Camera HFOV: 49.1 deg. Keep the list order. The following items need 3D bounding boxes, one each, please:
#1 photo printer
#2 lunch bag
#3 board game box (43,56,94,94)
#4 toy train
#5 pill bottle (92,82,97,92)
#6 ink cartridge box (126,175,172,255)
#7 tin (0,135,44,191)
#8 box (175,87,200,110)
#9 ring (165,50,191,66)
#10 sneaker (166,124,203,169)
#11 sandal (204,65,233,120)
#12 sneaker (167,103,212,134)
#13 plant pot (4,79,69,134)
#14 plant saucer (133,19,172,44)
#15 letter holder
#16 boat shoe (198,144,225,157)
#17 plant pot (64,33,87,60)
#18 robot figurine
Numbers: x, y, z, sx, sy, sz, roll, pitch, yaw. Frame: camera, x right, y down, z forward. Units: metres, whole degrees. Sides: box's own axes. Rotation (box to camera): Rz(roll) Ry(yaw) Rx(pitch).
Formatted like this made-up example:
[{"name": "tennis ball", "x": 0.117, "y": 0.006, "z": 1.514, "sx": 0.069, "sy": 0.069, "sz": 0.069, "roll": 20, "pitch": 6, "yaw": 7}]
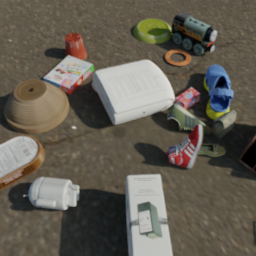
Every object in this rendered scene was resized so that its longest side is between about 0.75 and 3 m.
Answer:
[{"name": "photo printer", "x": 0.302, "y": -1.554, "z": 11.404, "sx": 2.892, "sy": 1.004, "sz": 2.406, "roll": -18, "pitch": 63, "yaw": -19}, {"name": "lunch bag", "x": 3.611, "y": -0.193, "z": 10.546, "sx": 0.799, "sy": 0.974, "sz": 0.573, "roll": -33, "pitch": 58, "yaw": -23}, {"name": "board game box", "x": -2.679, "y": -2.449, "z": 12.747, "sx": 1.433, "sy": 0.378, "sz": 1.873, "roll": 24, "pitch": 55, "yaw": 18}, {"name": "toy train", "x": 3.211, "y": -4.677, "z": 13.863, "sx": 1.077, "sy": 1.441, "sz": 2.529, "roll": -38, "pitch": 60, "yaw": -26}, {"name": "pill bottle", "x": -1.080, "y": -2.020, "z": 12.294, "sx": 0.551, "sy": 0.551, "sz": 0.968, "roll": 33, "pitch": 58, "yaw": 24}, {"name": "ink cartridge box", "x": 0.477, "y": 2.742, "z": 7.699, "sx": 0.995, "sy": 1.728, "sz": 2.368, "roll": -2, "pitch": 52, "yaw": -4}, {"name": "tin", "x": -4.280, "y": 1.228, "z": 9.713, "sx": 2.736, "sy": 0.573, "sz": 1.532, "roll": -31, "pitch": 53, "yaw": -22}, {"name": "box", "x": 2.460, "y": -1.176, "z": 11.649, "sx": 1.021, "sy": 0.487, "sz": 0.509, "roll": -34, "pitch": 59, "yaw": -24}, {"name": "ring", "x": 2.435, "y": -3.413, "z": 13.706, "sx": 1.248, "sy": 0.120, "sz": 1.248, "roll": 0, "pitch": 50, "yaw": 1}, {"name": "sneaker", "x": 1.865, "y": 0.597, "z": 9.412, "sx": 0.970, "sy": 1.725, "sz": 0.615, "roll": 11, "pitch": 29, "yaw": 2}, {"name": "sandal", "x": 3.820, "y": -1.726, "z": 11.628, "sx": 1.151, "sy": 1.260, "sz": 2.895, "roll": 2, "pitch": 49, "yaw": 4}, {"name": "sneaker", "x": 2.287, "y": -0.141, "z": 10.825, "sx": 1.757, "sy": 0.589, "sz": 0.789, "roll": 38, "pitch": 91, "yaw": 9}, {"name": "plant pot", "x": -3.728, "y": -1.100, "z": 11.159, "sx": 2.556, "sy": 1.180, "sz": 2.556, "roll": 0, "pitch": 50, "yaw": -1}, {"name": "plant saucer", "x": 1.334, "y": -5.297, "z": 15.087, "sx": 2.160, "sy": 0.336, "sz": 2.160, "roll": 0, "pitch": 50, "yaw": 0}, {"name": "letter holder", "x": 5.162, "y": 0.408, "z": 9.616, "sx": 2.338, "sy": 1.662, "sz": 1.176, "roll": -34, "pitch": 59, "yaw": -25}, {"name": "boat shoe", "x": 2.951, "y": 0.752, "z": 10.164, "sx": 1.195, "sy": 0.376, "sz": 0.436, "roll": 7, "pitch": 51, "yaw": 5}, {"name": "plant pot", "x": -2.582, "y": -3.918, "z": 13.519, "sx": 1.061, "sy": 1.032, "sz": 1.061, "roll": 0, "pitch": 51, "yaw": 0}, {"name": "robot figurine", "x": -2.372, "y": 2.048, "z": 8.756, "sx": 1.636, "sy": 0.924, "sz": 1.388, "roll": 5, "pitch": 12, "yaw": 5}]
